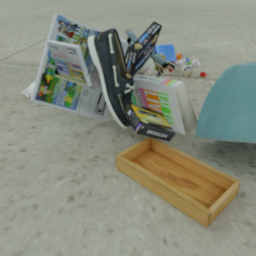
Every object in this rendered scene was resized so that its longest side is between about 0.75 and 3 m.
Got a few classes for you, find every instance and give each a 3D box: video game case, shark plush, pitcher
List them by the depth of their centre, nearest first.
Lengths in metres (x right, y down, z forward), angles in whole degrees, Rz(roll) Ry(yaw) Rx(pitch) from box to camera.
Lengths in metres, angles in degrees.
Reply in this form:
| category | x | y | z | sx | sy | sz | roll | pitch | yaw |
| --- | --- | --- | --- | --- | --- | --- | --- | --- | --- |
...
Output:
| category | x | y | z | sx | sy | sz | roll | pitch | yaw |
| --- | --- | --- | --- | --- | --- | --- | --- | --- | --- |
| video game case | -1.569 | -1.719 | 7.460 | 1.252 | 1.139 | 0.138 | 21 | 50 | 36 |
| video game case | -1.481 | -1.796 | 8.855 | 2.473 | 2.713 | 0.298 | 15 | 6 | -27 |
| shark plush | 0.428 | -2.708 | 9.557 | 1.262 | 1.157 | 2.778 | -29 | 48 | 31 |
| pitcher | -3.872 | -1.579 | 11.467 | 0.886 | 0.537 | 0.760 | -36 | 36 | -29 |

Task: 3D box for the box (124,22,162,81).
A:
| category | x | y | z | sx | sy | sz | roll | pitch | yaw |
| --- | --- | --- | --- | --- | --- | --- | --- | --- | --- |
| box | 0.382 | -2.072 | 7.662 | 0.306 | 1.224 | 1.233 | 33 | 64 | 8 |

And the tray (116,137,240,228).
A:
| category | x | y | z | sx | sy | sz | roll | pitch | yaw |
| --- | --- | --- | --- | --- | --- | --- | --- | --- | --- |
| tray | 1.125 | 1.165 | 6.909 | 2.735 | 0.506 | 1.349 | 28 | 41 | 37 |

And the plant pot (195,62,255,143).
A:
| category | x | y | z | sx | sy | sz | roll | pitch | yaw |
| --- | --- | --- | --- | --- | --- | --- | --- | --- | --- |
| plant pot | 3.248 | -0.641 | 7.327 | 2.823 | 1.901 | 2.823 | 2 | 1 | 0 |

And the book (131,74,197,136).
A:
| category | x | y | z | sx | sy | sz | roll | pitch | yaw |
| --- | --- | --- | --- | --- | --- | --- | --- | --- | --- |
| book | 0.894 | -0.834 | 8.636 | 0.570 | 1.585 | 2.373 | -37 | 33 | -24 |

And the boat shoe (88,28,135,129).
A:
| category | x | y | z | sx | sy | sz | roll | pitch | yaw |
| --- | --- | --- | --- | --- | --- | --- | --- | --- | --- |
| boat shoe | -0.286 | -1.441 | 8.342 | 0.893 | 2.960 | 1.119 | -17 | 12 | 20 |

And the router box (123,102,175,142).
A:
| category | x | y | z | sx | sy | sz | roll | pitch | yaw |
| --- | --- | --- | --- | --- | --- | --- | --- | --- | --- |
| router box | 0.584 | -0.157 | 7.701 | 1.247 | 0.326 | 0.980 | 14 | 33 | -36 |

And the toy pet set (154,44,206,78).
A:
| category | x | y | z | sx | sy | sz | roll | pitch | yaw |
| --- | --- | --- | --- | --- | --- | --- | --- | --- | --- |
| toy pet set | 2.394 | -3.508 | 13.794 | 2.359 | 1.342 | 2.526 | -6 | 31 | -10 |

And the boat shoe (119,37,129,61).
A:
| category | x | y | z | sx | sy | sz | roll | pitch | yaw |
| --- | --- | --- | --- | --- | --- | --- | --- | --- | --- |
| boat shoe | -0.707 | -1.923 | 10.060 | 0.964 | 2.708 | 0.945 | 31 | 18 | 26 |

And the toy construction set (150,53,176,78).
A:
| category | x | y | z | sx | sy | sz | roll | pitch | yaw |
| --- | --- | --- | --- | --- | --- | --- | --- | --- | --- |
| toy construction set | 1.102 | -2.200 | 10.037 | 1.011 | 0.777 | 0.843 | -48 | 23 | -1 |
